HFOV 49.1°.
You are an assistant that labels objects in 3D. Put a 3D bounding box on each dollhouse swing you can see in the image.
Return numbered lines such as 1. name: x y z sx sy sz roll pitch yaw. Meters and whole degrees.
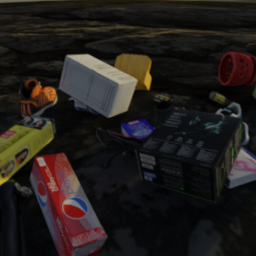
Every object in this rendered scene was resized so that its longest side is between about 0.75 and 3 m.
1. dollhouse swing: 0.017 -2.919 13.526 2.125 1.868 1.931 9 -4 13

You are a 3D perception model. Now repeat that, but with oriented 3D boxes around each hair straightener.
1. hair straightener: -0.121 0.495 8.853 1.970 0.403 0.758 24 39 -14

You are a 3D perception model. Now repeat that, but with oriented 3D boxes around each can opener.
1. can opener: -2.634 2.159 6.447 1.040 0.838 2.645 -43 42 -1

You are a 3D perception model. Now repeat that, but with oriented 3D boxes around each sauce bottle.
1. sauce bottle: 4.026 -1.210 12.076 1.071 0.346 0.346 22 29 -13

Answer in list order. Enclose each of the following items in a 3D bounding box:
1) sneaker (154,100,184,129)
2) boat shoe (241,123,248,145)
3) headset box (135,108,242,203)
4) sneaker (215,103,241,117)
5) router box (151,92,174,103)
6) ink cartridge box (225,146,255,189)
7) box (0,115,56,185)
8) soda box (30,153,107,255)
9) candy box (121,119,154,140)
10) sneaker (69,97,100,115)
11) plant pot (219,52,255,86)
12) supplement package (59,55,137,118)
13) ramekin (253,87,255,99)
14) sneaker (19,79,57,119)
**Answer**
1. sneaker: 1.674 -0.675 10.841 0.733 1.029 2.074 17 34 32
2. boat shoe: 4.007 0.128 10.001 0.363 0.439 1.281 31 33 -6
3. headset box: 1.867 0.562 8.129 2.239 1.193 2.572 10 39 32
4. sneaker: 3.370 -0.225 10.267 0.888 0.896 2.471 24 39 34
5. router box: 1.576 -1.326 12.712 0.813 0.212 0.639 24 39 34
6. ink cartridge box: 3.324 0.983 8.764 1.806 0.391 1.773 -13 33 -18
7. box: -3.616 0.616 8.979 1.122 0.747 2.982 11 34 19
8. soda box: -1.445 1.752 6.325 0.778 0.859 2.453 -5 44 -37
9. candy box: 0.408 0.193 9.989 0.972 0.443 1.149 -14 35 -19
10. sneaker: -1.844 -0.906 11.807 0.743 0.635 1.686 -43 53 -10
11. plant pot: 5.551 -2.870 13.997 1.488 1.634 1.634 5 31 -8
12. supplement package: -1.207 -1.711 11.078 2.586 1.471 1.416 31 28 20
13. ramekin: 6.658 -1.762 12.878 1.589 0.776 1.589 0 31 0
14. sneaker: -3.750 -1.510 11.852 0.964 1.392 2.484 5 32 5
